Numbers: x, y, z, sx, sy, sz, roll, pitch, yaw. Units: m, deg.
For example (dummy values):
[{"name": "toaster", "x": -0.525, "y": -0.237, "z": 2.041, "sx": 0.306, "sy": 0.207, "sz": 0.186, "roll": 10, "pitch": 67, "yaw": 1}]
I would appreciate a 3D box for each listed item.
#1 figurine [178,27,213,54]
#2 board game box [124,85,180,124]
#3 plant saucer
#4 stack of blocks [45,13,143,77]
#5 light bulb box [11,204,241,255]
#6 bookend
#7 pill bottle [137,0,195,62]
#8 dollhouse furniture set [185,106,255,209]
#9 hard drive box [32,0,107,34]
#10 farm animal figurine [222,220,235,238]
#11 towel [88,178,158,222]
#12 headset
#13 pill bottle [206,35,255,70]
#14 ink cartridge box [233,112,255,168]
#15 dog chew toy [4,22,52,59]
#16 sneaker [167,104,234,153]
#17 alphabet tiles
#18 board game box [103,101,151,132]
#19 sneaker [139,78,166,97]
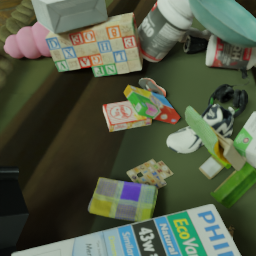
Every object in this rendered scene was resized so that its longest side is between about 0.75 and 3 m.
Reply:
[{"name": "figurine", "x": 2.908, "y": -3.505, "z": 11.154, "sx": 1.545, "sy": 0.682, "sz": 1.583, "roll": 1, "pitch": 42, "yaw": -11}, {"name": "board game box", "x": 0.658, "y": -0.638, "z": 7.762, "sx": 1.362, "sy": 0.275, "sz": 1.042, "roll": 11, "pitch": 34, "yaw": -37}, {"name": "plant saucer", "x": 2.814, "y": -3.213, "z": 8.173, "sx": 2.879, "sy": 0.518, "sz": 2.879, "roll": 19, "pitch": 45, "yaw": -19}, {"name": "stack of blocks", "x": -1.054, "y": -2.622, "z": 9.333, "sx": 2.840, "sy": 1.635, "sz": 0.832, "roll": -6, "pitch": 40, "yaw": 12}, {"name": "light bulb box", "x": 0.248, "y": 2.853, "z": 3.392, "sx": 2.872, "sy": 1.792, "sz": 2.847, "roll": -11, "pitch": 44, "yaw": -11}, {"name": "bookend", "x": -2.147, "y": 1.890, "z": 4.292, "sx": 0.855, "sy": 1.844, "sz": 1.856, "roll": 7, "pitch": 33, "yaw": -41}, {"name": "pill bottle", "x": 1.289, "y": -3.549, "z": 9.595, "sx": 1.375, "sy": 2.414, "sz": 1.375, "roll": 19, "pitch": 50, "yaw": -24}, {"name": "dollhouse furniture set", "x": 1.617, "y": 0.625, "z": 5.603, "sx": 0.964, "sy": 1.920, "sz": 1.258, "roll": -46, "pitch": 45, "yaw": 7}, {"name": "hard drive box", "x": -1.937, "y": -3.845, "z": 8.987, "sx": 1.766, "sy": 0.870, "sz": 2.265, "roll": -21, "pitch": 36, "yaw": -17}, {"name": "farm animal figurine", "x": 1.555, "y": 2.027, "z": 5.261, "sx": 0.838, "sy": 0.437, "sz": 0.829, "roll": 20, "pitch": 19, "yaw": 11}, {"name": "towel", "x": -0.099, "y": 1.427, "z": 5.641, "sx": 1.283, "sy": 0.146, "sz": 0.921, "roll": 8, "pitch": 38, "yaw": 12}, {"name": "headset", "x": 2.986, "y": -1.001, "z": 8.069, "sx": 0.994, "sy": 0.756, "sz": 1.609, "roll": 29, "pitch": 74, "yaw": 36}, {"name": "pill bottle", "x": 3.773, "y": -2.588, "z": 9.702, "sx": 1.945, "sy": 1.077, "sz": 1.077, "roll": 7, "pitch": 44, "yaw": 7}, {"name": "ink cartridge box", "x": 3.226, "y": 0.428, "z": 6.135, "sx": 1.484, "sy": 0.624, "sz": 1.083, "roll": 27, "pitch": 68, "yaw": 38}, {"name": "dog chew toy", "x": -3.458, "y": -3.144, "z": 10.289, "sx": 2.102, "sy": 1.309, "sz": 1.309, "roll": -18, "pitch": 45, "yaw": -8}, {"name": "sneaker", "x": 1.857, "y": -0.081, "z": 6.965, "sx": 1.817, "sy": 1.183, "sz": 0.725, "roll": -8, "pitch": 45, "yaw": -10}, {"name": "alphabet tiles", "x": 0.552, "y": 1.112, "z": 6.557, "sx": 0.922, "sy": 0.035, "sz": 0.770, "roll": -23, "pitch": 47, "yaw": -22}, {"name": "board game box", "x": -0.045, "y": -0.372, "z": 7.964, "sx": 1.183, "sy": 0.274, "sz": 0.896, "roll": -11, "pitch": 45, "yaw": -12}, {"name": "sneaker", "x": 0.680, "y": -1.228, "z": 8.779, "sx": 1.041, "sy": 0.401, "sz": 0.426, "roll": 35, "pitch": 50, "yaw": 31}]
